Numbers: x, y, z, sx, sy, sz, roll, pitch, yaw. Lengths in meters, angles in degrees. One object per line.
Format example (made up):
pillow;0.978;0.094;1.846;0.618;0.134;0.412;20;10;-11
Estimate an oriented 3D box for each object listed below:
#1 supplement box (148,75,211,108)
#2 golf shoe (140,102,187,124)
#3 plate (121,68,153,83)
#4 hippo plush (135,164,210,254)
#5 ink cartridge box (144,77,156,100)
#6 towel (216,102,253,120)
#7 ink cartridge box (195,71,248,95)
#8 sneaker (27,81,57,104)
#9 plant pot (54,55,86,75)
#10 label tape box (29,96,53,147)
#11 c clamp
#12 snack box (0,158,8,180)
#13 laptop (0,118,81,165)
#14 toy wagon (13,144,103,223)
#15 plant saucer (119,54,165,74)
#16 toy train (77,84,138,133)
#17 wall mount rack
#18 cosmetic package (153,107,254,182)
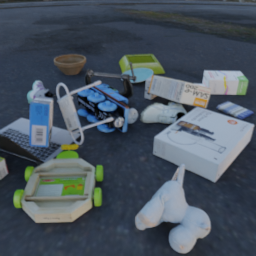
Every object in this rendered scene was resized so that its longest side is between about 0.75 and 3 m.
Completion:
supplement box;1.994;-1.481;11.190;1.382;0.806;2.193;7;13;-32
golf shoe;1.384;-0.469;10.412;1.858;0.727;0.903;-14;39;-20
plate;0.453;-2.611;14.208;1.684;0.215;1.684;-8;34;5
hippo plush;1.099;1.898;6.125;1.321;1.308;1.643;41;81;13
ink cartridge box;1.056;-1.763;12.372;0.359;0.867;0.636;22;38;28
towel;4.294;-0.706;11.314;0.884;0.143;1.203;-22;39;-35
ink cartridge box;4.260;-2.132;13.100;2.184;0.735;1.279;1;31;2
sneaker;-3.675;-1.552;12.350;1.114;0.619;1.592;2;40;0
plant pot;-3.108;-3.351;15.113;1.692;0.781;1.692;0;30;0
label tape box;-2.690;-0.285;8.844;0.574;1.308;1.815;4;13;-11
c clamp;-0.752;-1.962;11.558;2.497;2.133;0.338;5;58;20
snack box;-4.541;1.442;7.262;1.580;0.589;2.222;11;33;18
laptop;-3.459;-0.034;8.655;2.768;1.713;2.956;14;34;22
toy wagon;-1.707;1.360;7.482;2.057;0.525;2.651;-1;30;-2
plant saucer;0.720;-3.648;15.813;2.305;0.552;2.302;-5;31;-6
toy train;-0.805;-0.790;10.478;1.579;1.198;2.763;-15;33;-35
wall mount rack;-1.438;-0.560;8.758;0.753;2.020;1.755;-20;2;-44
cosmetic package;2.457;0.360;8.977;2.108;0.722;2.796;25;38;32
